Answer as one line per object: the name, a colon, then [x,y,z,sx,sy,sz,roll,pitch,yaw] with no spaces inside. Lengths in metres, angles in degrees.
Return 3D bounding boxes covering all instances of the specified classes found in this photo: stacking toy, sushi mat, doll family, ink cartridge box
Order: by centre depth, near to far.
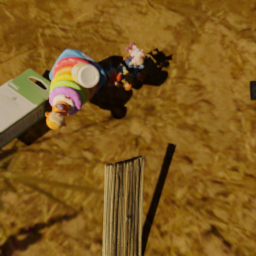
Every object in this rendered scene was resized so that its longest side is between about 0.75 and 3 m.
sushi mat: [-0.100,2.240,7.051,0.179,1.417,2.961,7,98,40]
stacking toy: [-1.696,-0.903,7.831,1.518,1.436,2.616,34,38,-18]
ink cartridge box: [-3.482,-0.608,8.560,1.355,0.774,2.611,34,54,14]
doll family: [0.083,-1.821,8.980,1.660,0.748,1.030,-42,56,27]

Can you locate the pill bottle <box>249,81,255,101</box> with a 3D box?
pill bottle: [3.987,-1.064,7.559,1.287,0.720,0.720,-3,69,26]

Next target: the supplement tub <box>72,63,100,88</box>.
supplement tub: [-1.091,-1.341,7.047,0.559,0.768,0.559,-9,110,-24]
